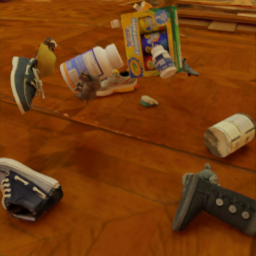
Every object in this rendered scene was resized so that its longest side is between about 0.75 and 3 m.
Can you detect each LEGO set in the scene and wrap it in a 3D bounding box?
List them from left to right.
[{"bbox_3d":[0.201,-5.422,13.280,2.327,1.071,0.866,-41,36,11],"label":"LEGO set"}]

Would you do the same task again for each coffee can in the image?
[{"bbox_3d":[3.772,0.250,10.347,1.598,1.170,1.170,-23,40,-30],"label":"coffee can"}]

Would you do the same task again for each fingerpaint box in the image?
[{"bbox_3d":[0.912,-3.146,10.462,1.947,2.334,0.856,-2,17,20],"label":"fingerpaint box"}]

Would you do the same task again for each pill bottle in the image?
[{"bbox_3d":[-1.231,-2.114,9.770,2.004,1.123,1.123,-24,35,5],"label":"pill bottle"},{"bbox_3d":[1.133,-2.163,9.152,0.548,0.548,0.988,-17,74,-24],"label":"pill bottle"}]

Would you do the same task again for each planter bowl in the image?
[{"bbox_3d":[-3.232,-2.523,11.103,0.631,1.515,1.515,13,32,-12],"label":"planter bowl"}]

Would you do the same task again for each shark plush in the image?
[{"bbox_3d":[2.364,-2.816,12.462,0.824,0.755,1.814,-18,55,-18],"label":"shark plush"}]

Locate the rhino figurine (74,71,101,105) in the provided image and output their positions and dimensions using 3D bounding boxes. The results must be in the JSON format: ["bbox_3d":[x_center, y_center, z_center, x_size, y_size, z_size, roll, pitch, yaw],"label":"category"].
[{"bbox_3d":[-1.263,-1.145,8.534,0.693,1.585,0.474,23,63,-10],"label":"rhino figurine"}]

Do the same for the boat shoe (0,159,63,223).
[{"bbox_3d":[-3.369,1.777,8.187,2.710,1.012,1.257,14,29,18],"label":"boat shoe"}]

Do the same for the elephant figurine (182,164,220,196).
[{"bbox_3d":[2.003,1.797,8.408,1.364,0.965,1.059,-16,4,2],"label":"elephant figurine"}]

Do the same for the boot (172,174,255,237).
[{"bbox_3d":[2.415,2.398,7.592,2.025,0.665,1.669,25,76,4],"label":"boot"}]

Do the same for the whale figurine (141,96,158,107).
[{"bbox_3d":[0.986,-1.204,13.307,0.854,0.443,0.680,12,25,-27],"label":"whale figurine"}]

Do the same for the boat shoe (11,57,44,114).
[{"bbox_3d":[-3.212,-1.456,9.001,0.840,1.018,2.718,-10,39,-13],"label":"boat shoe"}]

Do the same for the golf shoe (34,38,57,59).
[{"bbox_3d":[-3.687,-3.410,12.515,0.596,1.261,0.490,39,28,-17],"label":"golf shoe"}]

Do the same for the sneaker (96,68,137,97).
[{"bbox_3d":[-0.965,-2.428,14.329,2.923,1.201,1.138,-15,36,-19],"label":"sneaker"}]
